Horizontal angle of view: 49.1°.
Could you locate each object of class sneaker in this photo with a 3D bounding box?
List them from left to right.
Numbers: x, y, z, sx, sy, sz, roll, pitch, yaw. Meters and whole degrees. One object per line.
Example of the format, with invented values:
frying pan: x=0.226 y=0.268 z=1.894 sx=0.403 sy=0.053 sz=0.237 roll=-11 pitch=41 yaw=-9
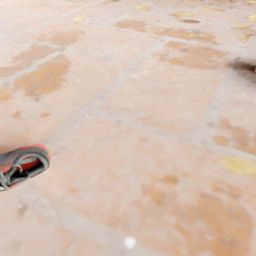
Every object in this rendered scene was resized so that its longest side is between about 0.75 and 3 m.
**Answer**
sneaker: x=-2.860 y=0.997 z=6.145 sx=2.404 sy=0.926 sz=0.984 roll=-24 pitch=19 yaw=-18

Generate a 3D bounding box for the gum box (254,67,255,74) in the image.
gum box: x=6.035 y=-1.914 z=10.222 sx=1.403 sy=0.817 sz=2.472 roll=-10 pitch=39 yaw=-12
